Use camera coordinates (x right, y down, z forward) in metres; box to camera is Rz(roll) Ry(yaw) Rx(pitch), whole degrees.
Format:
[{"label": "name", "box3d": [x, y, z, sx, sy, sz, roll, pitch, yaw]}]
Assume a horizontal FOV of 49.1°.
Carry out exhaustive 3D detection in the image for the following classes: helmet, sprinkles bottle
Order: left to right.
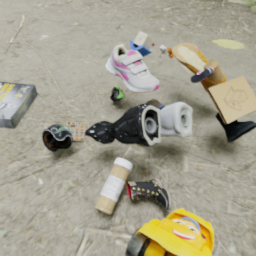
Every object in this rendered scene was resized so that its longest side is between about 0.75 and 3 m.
[{"label": "helmet", "box3d": [-2.547, 0.344, 10.289, 1.007, 1.007, 0.960, 28, 27, 27]}, {"label": "sprinkles bottle", "box3d": [-0.451, 1.840, 8.884, 0.595, 0.595, 1.745, 18, 68, 18]}]

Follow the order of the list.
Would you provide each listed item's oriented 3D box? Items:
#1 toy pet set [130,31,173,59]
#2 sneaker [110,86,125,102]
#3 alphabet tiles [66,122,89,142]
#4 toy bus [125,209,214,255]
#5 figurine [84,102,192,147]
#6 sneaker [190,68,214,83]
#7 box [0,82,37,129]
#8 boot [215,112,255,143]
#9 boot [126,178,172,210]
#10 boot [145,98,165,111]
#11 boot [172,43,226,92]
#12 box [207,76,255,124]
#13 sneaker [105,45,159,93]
[{"label": "toy pet set", "box3d": [1.024, -3.507, 12.863, 1.770, 1.007, 1.896, 18, 16, -49]}, {"label": "sneaker", "box3d": [-0.596, -1.543, 12.895, 0.626, 0.573, 1.494, -32, 15, -5]}, {"label": "alphabet tiles", "box3d": [-2.127, 0.146, 11.695, 0.974, 0.044, 1.165, 5, 40, -10]}, {"label": "toy bus", "box3d": [1.303, 2.997, 6.865, 1.857, 2.737, 2.627, 24, 39, 26]}, {"label": "figurine", "box3d": [0.372, -0.064, 9.542, 2.784, 1.228, 2.853, -8, 0, 45]}, {"label": "sneaker", "box3d": [2.745, -1.925, 10.347, 0.401, 0.343, 0.978, -26, 4, -35]}, {"label": "box", "box3d": [-5.619, -1.112, 12.724, 2.026, 0.618, 2.558, 7, 43, 8]}, {"label": "boot", "box3d": [3.753, -0.273, 9.964, 0.561, 1.469, 1.235, -15, 72, -20]}, {"label": "boot", "box3d": [0.639, 2.091, 8.812, 1.146, 0.557, 1.522, -1, 23, -15]}, {"label": "boot", "box3d": [1.136, -0.908, 12.436, 0.649, 0.500, 1.340, 27, 37, 19]}, {"label": "boot", "box3d": [2.978, -2.308, 11.684, 0.949, 1.930, 2.696, -41, 47, -3]}, {"label": "box", "box3d": [3.553, -0.956, 9.346, 1.586, 0.169, 1.297, -21, 78, -22]}, {"label": "sneaker", "box3d": [0.151, -2.320, 10.811, 2.629, 1.160, 1.069, 38, 49, 25]}]
